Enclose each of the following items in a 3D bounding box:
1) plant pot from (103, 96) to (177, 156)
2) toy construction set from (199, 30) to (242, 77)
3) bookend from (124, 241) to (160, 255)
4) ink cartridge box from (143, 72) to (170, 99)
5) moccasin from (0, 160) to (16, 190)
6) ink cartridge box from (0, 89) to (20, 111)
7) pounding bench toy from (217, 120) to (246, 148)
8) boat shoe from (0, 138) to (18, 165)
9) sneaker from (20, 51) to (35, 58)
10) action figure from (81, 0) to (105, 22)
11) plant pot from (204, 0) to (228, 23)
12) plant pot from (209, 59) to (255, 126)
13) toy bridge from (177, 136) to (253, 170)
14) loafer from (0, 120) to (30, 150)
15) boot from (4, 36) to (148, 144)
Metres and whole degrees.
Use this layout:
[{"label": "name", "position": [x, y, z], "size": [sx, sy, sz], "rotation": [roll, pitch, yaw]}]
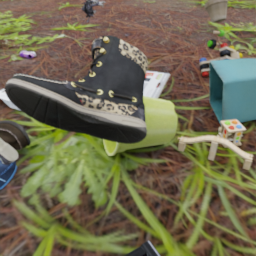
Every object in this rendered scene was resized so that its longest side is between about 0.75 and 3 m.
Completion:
[{"label": "plant pot", "position": [0.377, -0.202, 8.954], "size": [2.001, 2.177, 2.177], "rotation": [1, 34, -19]}, {"label": "toy construction set", "position": [4.700, -2.874, 12.986], "size": [1.889, 2.051, 2.459], "rotation": [1, 54, -20]}, {"label": "bookend", "position": [1.036, 3.082, 4.675], "size": [2.996, 1.380, 2.977], "rotation": [-18, 39, -24]}, {"label": "ink cartridge box", "position": [0.425, -1.347, 11.109], "size": [2.079, 0.993, 2.368], "rotation": [8, 36, 19]}, {"label": "moccasin", "position": [-4.024, 1.453, 7.414], "size": [0.996, 0.844, 2.475], "rotation": [17, 39, 22]}, {"label": "ink cartridge box", "position": [-4.614, -1.330, 11.777], "size": [1.707, 0.403, 1.366], "rotation": [13, 38, 25]}, {"label": "pounding bench toy", "position": [3.389, 0.047, 9.468], "size": [0.601, 0.754, 0.967], "rotation": [-7, 36, -9]}, {"label": "boat shoe", "position": [-3.053, 0.371, 6.284], "size": [1.222, 0.383, 0.444], "rotation": [46, 28, -10]}, {"label": "sneaker", "position": [-5.634, -4.043, 15.596], "size": [0.871, 0.350, 0.385], "rotation": [4, 43, 3]}, {"label": "action figure", "position": [-1.298, -4.713, 10.421], "size": [0.754, 1.478, 0.878], "rotation": [-14, 47, -32]}, {"label": "plant pot", "position": [3.293, -4.296, 10.322], "size": [0.834, 0.724, 0.834], "rotation": [-12, 4, 1]}, {"label": "plant pot", "position": [4.527, -1.479, 10.284], "size": [2.629, 1.858, 1.857], "rotation": [-9, 35, 5]}, {"label": "toy bridge", "position": [2.636, 0.628, 8.652], "size": [2.288, 0.769, 0.311], "rotation": [15, 39, 19]}, {"label": "loafer", "position": [-4.333, 0.361, 8.987], "size": [2.676, 0.977, 0.954], "rotation": [5, 39, 24]}, {"label": "boot", "position": [-0.850, -1.015, 6.027], "size": [2.890, 1.057, 2.176], "rotation": [16, 60, -11]}]
